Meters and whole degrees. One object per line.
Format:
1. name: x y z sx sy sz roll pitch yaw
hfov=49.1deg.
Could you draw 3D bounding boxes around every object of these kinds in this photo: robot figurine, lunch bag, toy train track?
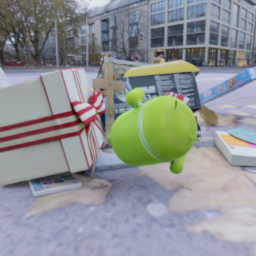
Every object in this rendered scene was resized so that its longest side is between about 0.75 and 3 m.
1. robot figurine: 0.471 0.118 5.717 1.248 1.893 2.158 -37 8 -35
2. lunch bag: -0.310 -1.955 12.722 2.196 2.678 1.574 5 56 -16
3. toy train track: -0.599 -0.725 7.686 0.340 2.091 1.200 1 2 45

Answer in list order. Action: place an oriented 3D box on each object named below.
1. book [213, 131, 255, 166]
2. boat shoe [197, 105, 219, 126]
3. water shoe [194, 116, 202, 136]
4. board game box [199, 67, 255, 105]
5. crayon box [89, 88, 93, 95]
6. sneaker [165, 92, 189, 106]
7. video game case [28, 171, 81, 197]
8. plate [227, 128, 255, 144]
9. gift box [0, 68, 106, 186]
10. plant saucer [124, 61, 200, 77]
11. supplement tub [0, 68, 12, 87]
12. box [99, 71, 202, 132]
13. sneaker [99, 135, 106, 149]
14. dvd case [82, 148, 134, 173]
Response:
1. book: 3.319 0.596 8.062 1.262 0.454 1.890 4 15 3
2. boat shoe: 3.403 -0.490 11.846 0.523 0.491 1.419 -32 37 4
3. water shoe: 2.344 -0.141 10.460 0.570 0.630 1.595 -1 15 -3
4. board game box: 4.579 -1.881 12.560 2.157 0.522 2.851 -21 -6 -42
5. crayon box: -2.242 -1.685 15.752 1.497 0.436 1.291 15 52 47
6. sneaker: 1.053 -0.326 7.671 0.757 1.345 0.479 27 8 10
7. video game case: -1.661 1.203 6.259 1.009 0.120 0.919 -6 16 -26
8. plate: 4.019 0.293 8.742 1.787 0.228 1.787 15 12 -3
9. gift box: -1.768 -0.028 6.762 2.421 2.593 2.393 -14 17 7
10. plant saucer: 0.906 -1.698 10.426 2.736 0.663 2.737 -11 -9 -8
11. supplement tub: -5.337 -1.442 10.243 1.927 2.921 1.927 -34 -9 -6
12. box: 0.528 -0.745 9.380 2.932 1.263 2.401 -8 -11 -13
13. sneaker: -1.571 0.358 8.523 1.840 0.614 0.986 1 11 -8
14. dvd case: -0.447 0.818 7.674 1.827 0.160 1.304 -5 15 -18
